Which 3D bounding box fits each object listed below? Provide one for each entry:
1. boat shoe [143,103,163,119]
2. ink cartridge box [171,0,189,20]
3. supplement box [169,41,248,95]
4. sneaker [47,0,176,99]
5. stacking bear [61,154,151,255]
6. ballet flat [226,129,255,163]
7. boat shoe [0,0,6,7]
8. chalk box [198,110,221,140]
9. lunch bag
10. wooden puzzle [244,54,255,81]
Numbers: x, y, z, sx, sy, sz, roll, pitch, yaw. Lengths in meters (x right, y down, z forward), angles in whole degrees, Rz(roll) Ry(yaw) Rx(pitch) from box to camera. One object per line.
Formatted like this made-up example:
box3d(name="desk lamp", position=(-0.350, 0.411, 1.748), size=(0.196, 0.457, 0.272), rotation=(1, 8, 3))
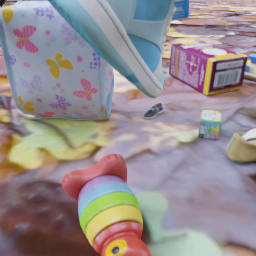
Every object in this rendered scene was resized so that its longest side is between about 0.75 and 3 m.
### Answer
box3d(name="boat shoe", position=(0.710, -0.482, 7.843), size=(0.286, 0.234, 0.775), rotation=(26, 38, 38))
box3d(name="ink cartridge box", position=(0.623, -2.848, 4.608), size=(0.704, 1.669, 1.219), rotation=(-2, 61, 12))
box3d(name="supplement box", position=(2.716, -2.181, 9.863), size=(1.525, 1.202, 2.329), rotation=(-13, 32, -22))
box3d(name="sneaker", position=(0.354, -1.513, 3.673), size=(1.103, 1.811, 2.774), rotation=(43, 5, 21))
box3d(name="stacking bear", position=(-0.205, 1.358, 3.939), size=(1.022, 0.957, 1.683), rotation=(-24, 43, -4))
box3d(name="ballet flat", position=(3.174, 0.293, 6.019), size=(2.157, 0.680, 0.740), rotation=(-8, 30, -14))
box3d(name="boat shoe", position=(-2.262, -2.818, 4.702), size=(2.717, 1.005, 1.004), rotation=(-28, 23, 21))
box3d(name="chalk box", position=(1.993, -0.048, 6.822), size=(0.487, 0.490, 0.787), rotation=(7, 31, 13))
box3d(name="lunch bag", position=(-1.624, -1.576, 7.062), size=(2.450, 2.889, 1.837), rotation=(3, 30, 4))
box3d(name="wooden puzzle", position=(5.206, -2.376, 10.887), size=(2.318, 0.537, 2.147), rotation=(-22, 36, -34))
